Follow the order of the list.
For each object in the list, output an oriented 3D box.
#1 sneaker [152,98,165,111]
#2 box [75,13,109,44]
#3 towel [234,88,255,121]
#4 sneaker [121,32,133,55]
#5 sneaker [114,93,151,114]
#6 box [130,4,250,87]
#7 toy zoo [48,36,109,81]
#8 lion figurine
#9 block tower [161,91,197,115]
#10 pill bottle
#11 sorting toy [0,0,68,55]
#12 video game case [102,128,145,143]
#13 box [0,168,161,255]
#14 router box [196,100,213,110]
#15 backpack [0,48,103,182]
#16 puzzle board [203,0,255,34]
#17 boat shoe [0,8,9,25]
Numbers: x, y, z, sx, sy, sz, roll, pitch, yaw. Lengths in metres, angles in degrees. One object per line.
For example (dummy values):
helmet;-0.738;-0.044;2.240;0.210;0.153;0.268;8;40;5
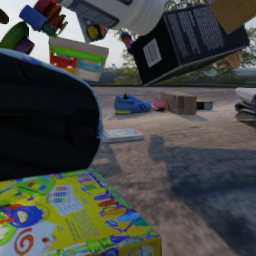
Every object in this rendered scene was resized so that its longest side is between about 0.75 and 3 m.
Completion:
sneaker;1.322;-1.066;12.547;0.437;0.514;1.185;-2;12;-11
box;-0.813;-3.201;6.616;0.483;1.657;2.421;-9;34;12
towel;4.813;-0.609;8.785;2.558;1.095;2.118;2;12;4
sneaker;0.033;-3.507;11.686;0.407;1.082;0.424;-24;41;13
sneaker;0.264;-1.062;11.821;2.064;0.809;0.680;-8;11;-43
box;1.594;-2.290;7.824;2.242;1.413;2.281;-19;3;-20
toy zoo;-1.899;-2.376;10.344;1.957;0.305;2.982;10;-12;-13
lion figurine;2.992;-3.296;9.428;0.978;2.699;1.653;-28;-38;32
block tower;2.116;-1.163;12.351;0.759;0.812;2.810;-2;10;-10
pill bottle;-0.391;-2.445;4.942;1.992;1.191;1.191;16;1;-33
sorting toy;-2.058;-2.187;6.457;0.841;2.050;1.232;37;-17;-13
video game case;-0.336;0.181;7.081;1.259;0.110;0.900;-4;12;-22
box;-0.586;0.855;1.847;1.162;0.736;1.206;-5;13;-23
router box;3.086;-1.086;13.048;1.351;0.353;1.062;-2;11;-9
backpack;-1.610;-0.119;3.942;2.541;2.073;1.954;5;-3;-4
puzzle board;2.217;-2.707;5.062;1.681;0.194;2.231;-31;-25;28
boat shoe;-3.292;-2.730;6.577;0.307;0.359;0.979;12;-2;37
